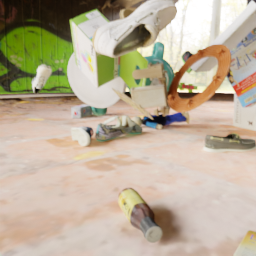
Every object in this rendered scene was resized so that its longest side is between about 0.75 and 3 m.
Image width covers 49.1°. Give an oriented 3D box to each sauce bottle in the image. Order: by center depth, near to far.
[{"bbox_3d":[0.180,1.445,4.753,0.446,0.446,1.351,-3,9,-16],"label":"sauce bottle"}]

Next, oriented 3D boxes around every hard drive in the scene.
[{"bbox_3d":[3.370,-2.926,9.414,2.605,0.342,1.718,-46,-15,33],"label":"hard drive"}]

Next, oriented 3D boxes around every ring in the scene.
[{"bbox_3d":[1.957,-1.500,8.198,0.223,2.326,2.326,33,-5,-25],"label":"ring"}]

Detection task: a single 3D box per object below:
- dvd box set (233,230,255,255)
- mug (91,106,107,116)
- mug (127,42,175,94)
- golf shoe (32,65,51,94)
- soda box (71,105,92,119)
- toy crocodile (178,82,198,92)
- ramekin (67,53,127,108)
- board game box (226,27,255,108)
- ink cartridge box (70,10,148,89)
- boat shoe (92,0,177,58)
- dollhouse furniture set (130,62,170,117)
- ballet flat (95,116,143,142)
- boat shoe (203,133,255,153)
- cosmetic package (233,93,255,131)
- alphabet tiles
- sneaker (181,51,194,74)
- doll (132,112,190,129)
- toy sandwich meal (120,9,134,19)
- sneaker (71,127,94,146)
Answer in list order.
[{"bbox_3d":[1.767,1.837,3.062,1.373,0.276,1.877,7,13,35],"label":"dvd box set"},{"bbox_3d":[-1.970,-1.209,18.361,1.241,0.767,1.019,-7,13,-32],"label":"mug"},{"bbox_3d":[0.935,-2.303,12.262,2.085,2.538,1.569,-19,13,-2],"label":"mug"},{"bbox_3d":[-2.977,-1.644,9.675,0.489,0.608,1.250,11,-34,-29],"label":"golf shoe"},{"bbox_3d":[-2.929,-1.063,17.800,0.635,0.683,2.001,2,11,13],"label":"soda box"},{"bbox_3d":[2.807,-1.929,13.317,1.187,0.401,0.367,4,3,-20],"label":"toy crocodile"},{"bbox_3d":[-1.084,-2.222,11.527,2.608,2.608,1.215,4,29,23],"label":"ramekin"},{"bbox_3d":[4.739,-2.370,10.021,0.693,2.430,2.482,-6,-22,-44],"label":"board game box"},{"bbox_3d":[-0.634,-2.071,8.866,1.016,1.982,2.682,-31,65,-20],"label":"ink cartridge box"},{"bbox_3d":[0.419,-2.567,7.475,2.768,0.980,0.959,-35,55,-19],"label":"boat shoe"},{"bbox_3d":[0.750,-1.357,8.832,0.976,1.704,1.999,-4,25,14],"label":"dollhouse furniture set"},{"bbox_3d":[-0.283,-0.063,11.765,0.944,0.944,2.624,10,14,42],"label":"ballet flat"},{"bbox_3d":[3.526,0.487,9.601,1.921,0.574,0.686,-2,11,-11],"label":"boat shoe"},{"bbox_3d":[6.886,-1.113,13.035,2.473,2.471,2.998,-4,10,-20],"label":"cosmetic package"},{"bbox_3d":[0.130,-0.588,7.072,1.112,0.042,1.337,35,-1,14],"label":"alphabet tiles"},{"bbox_3d":[2.948,-3.200,13.233,0.681,0.743,1.775,31,36,-18],"label":"sneaker"},{"bbox_3d":[1.564,-0.407,14.167,2.817,0.683,1.922,-8,20,-7],"label":"doll"},{"bbox_3d":[0.094,-3.389,9.179,1.106,1.106,0.379,-9,-21,-41],"label":"toy sandwich meal"},{"bbox_3d":[-1.602,0.240,10.681,0.757,0.671,1.791,-10,13,-25],"label":"sneaker"}]
